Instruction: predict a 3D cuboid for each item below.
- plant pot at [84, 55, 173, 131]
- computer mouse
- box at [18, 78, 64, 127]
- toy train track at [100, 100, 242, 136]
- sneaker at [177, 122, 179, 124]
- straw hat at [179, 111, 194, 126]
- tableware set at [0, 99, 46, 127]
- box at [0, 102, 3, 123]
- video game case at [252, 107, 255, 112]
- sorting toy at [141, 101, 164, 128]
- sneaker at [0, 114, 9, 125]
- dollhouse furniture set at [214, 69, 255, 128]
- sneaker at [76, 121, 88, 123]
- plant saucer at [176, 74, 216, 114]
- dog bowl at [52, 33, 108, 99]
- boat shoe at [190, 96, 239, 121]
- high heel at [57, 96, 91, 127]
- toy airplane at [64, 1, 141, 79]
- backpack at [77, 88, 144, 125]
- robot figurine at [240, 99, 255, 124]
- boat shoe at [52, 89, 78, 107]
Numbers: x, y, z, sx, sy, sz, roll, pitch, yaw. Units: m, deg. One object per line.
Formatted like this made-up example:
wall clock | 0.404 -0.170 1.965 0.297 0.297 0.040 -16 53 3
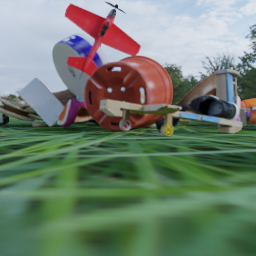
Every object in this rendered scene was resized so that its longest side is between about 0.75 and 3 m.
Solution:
plant pot | -0.014 -0.817 6.910 2.025 2.025 1.970 1 10 15
computer mouse | 1.196 -0.265 6.936 0.517 0.300 1.764 -27 2 39
box | -2.747 -0.825 9.262 0.767 1.443 1.099 -43 9 -5
toy train track | 0.892 -0.074 5.273 2.922 0.475 1.676 7 0 -22
sneaker | 2.224 -0.446 13.315 1.170 0.454 0.656 1 4 28
straw hat | 2.046 -0.290 10.227 0.843 0.357 0.843 0 29 0
tableware set | -3.629 -0.710 9.883 1.934 0.586 2.926 22 2 -3
box | -5.197 -0.736 9.358 1.123 1.318 2.062 -5 2 -3
video game case | 4.546 -0.345 8.660 1.141 0.131 1.039 29 4 1
sorting toy | 0.367 -0.406 8.869 1.729 1.026 1.920 -14 0 8
sneaker | -5.334 -0.320 10.811 1.396 0.545 0.595 9 -8 -19
dollhouse furniture set | 3.900 -0.842 7.653 2.422 1.581 2.287 -2 1 37
sneaker | -2.558 -0.929 13.710 1.093 1.278 2.934 0 10 -35
plant saucer | 2.859 -1.150 11.560 2.581 0.472 2.581 -37 -15 -12
dog bowl | -1.435 -1.855 8.554 0.746 1.894 1.894 -39 24 -30
boat shoe | 1.736 -0.453 6.123 0.452 0.509 1.363 7 14 -29
high heel | -1.442 -0.365 8.361 1.070 0.750 2.225 33 17 -18
toy airplane | -0.804 -2.163 7.107 2.130 2.130 0.392 0 17 -6
backpack | -0.587 -1.061 10.489 2.562 1.929 2.274 -17 11 -31
robot figurine | 4.500 -0.600 10.187 1.589 0.927 1.143 -9 18 8
boat shoe | -2.416 -1.358 11.836 1.110 1.112 3.007 37 26 29
